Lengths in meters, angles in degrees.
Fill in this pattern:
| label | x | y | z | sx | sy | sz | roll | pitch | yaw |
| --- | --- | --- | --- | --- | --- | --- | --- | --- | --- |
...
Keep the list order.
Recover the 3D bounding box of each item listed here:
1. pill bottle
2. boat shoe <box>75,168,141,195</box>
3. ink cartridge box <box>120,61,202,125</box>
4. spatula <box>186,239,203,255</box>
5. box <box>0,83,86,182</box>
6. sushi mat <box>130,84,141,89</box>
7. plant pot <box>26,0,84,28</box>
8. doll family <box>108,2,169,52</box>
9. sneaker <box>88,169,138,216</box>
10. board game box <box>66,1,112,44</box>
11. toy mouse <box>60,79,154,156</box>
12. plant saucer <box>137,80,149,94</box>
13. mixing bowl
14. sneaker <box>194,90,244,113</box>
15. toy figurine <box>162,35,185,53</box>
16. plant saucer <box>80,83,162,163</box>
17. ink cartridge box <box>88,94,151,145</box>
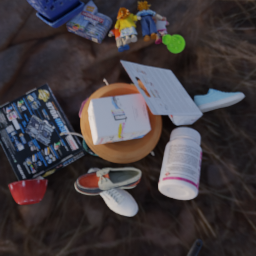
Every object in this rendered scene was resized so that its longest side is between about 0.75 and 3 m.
| label | x | y | z | sx | sy | sz | roll | pitch | yaw |
| --- | --- | --- | --- | --- | --- | --- | --- | --- | --- |
| pill bottle | 1.527 | 0.980 | 7.974 | 1.052 | 1.052 | 1.855 | 13 | 57 | 4 |
| boat shoe | -0.525 | 1.388 | 7.560 | 1.789 | 0.560 | 0.637 | -2 | 59 | -16 |
| ink cartridge box | 0.891 | -0.969 | 8.183 | 2.394 | 0.683 | 1.946 | -6 | 57 | -43 |
| spatula | 1.390 | 4.085 | 7.601 | 0.667 | 0.242 | 2.359 | 31 | 75 | 9 |
| box | -2.822 | 0.178 | 8.673 | 2.070 | 0.599 | 2.604 | -30 | 75 | -9 |
| sushi mat | 0.218 | -1.114 | 9.388 | 0.376 | 0.048 | 0.786 | 7 | 72 | 3 |
| plant pot | -2.561 | -4.494 | 9.572 | 1.642 | 1.477 | 1.642 | -39 | 50 | -12 |
| doll family | 0.390 | -3.648 | 9.702 | 2.235 | 1.007 | 1.387 | -12 | 73 | -4 |
| sneaker | -0.486 | 1.866 | 8.057 | 1.808 | 0.728 | 0.691 | 38 | 75 | 12 |
| board game box | -1.308 | -3.875 | 10.092 | 1.327 | 0.409 | 1.326 | 23 | 74 | 8 |
| toy mouse | -0.851 | -0.059 | 8.628 | 2.478 | 0.540 | 2.788 | -18 | 81 | -12 |
| plant saucer | 0.681 | -1.252 | 9.016 | 0.901 | 0.901 | 0.145 | 42 | 109 | 12 |
| mixing bowl | -2.674 | 1.761 | 7.552 | 1.013 | 1.013 | 0.549 | -9 | 72 | -3 |
| sneaker | 2.919 | -1.006 | 9.064 | 1.623 | 0.600 | 0.665 | -14 | 77 | -5 |
| toy figurine | 1.562 | -2.912 | 9.585 | 0.776 | 0.714 | 0.582 | 27 | 111 | 3 |
| plant saucer | -0.156 | -0.199 | 8.273 | 2.455 | 0.459 | 2.455 | 2 | 78 | -10 |
| ink cartridge box | -0.284 | -0.211 | 7.503 | 1.416 | 1.042 | 1.024 | -8 | 78 | -14 |
